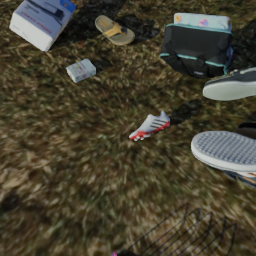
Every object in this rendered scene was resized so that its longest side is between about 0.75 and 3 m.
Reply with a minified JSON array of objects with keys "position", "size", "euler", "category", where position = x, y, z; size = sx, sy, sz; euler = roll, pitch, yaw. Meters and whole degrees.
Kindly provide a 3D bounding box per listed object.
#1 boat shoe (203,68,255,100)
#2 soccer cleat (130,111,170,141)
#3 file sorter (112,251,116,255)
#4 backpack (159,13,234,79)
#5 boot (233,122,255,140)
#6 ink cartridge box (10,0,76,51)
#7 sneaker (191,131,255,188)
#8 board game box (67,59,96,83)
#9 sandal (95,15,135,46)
[{"position":[3.328,-1.323,8.056],"size":[2.357,0.891,0.711],"euler":[-2,65,3],"category":"boat shoe"},{"position":[0.538,-0.060,7.332],"size":[1.206,0.414,0.514],"euler":[-22,80,-15],"category":"soccer cleat"},{"position":[0.107,2.975,5.207],"size":[1.213,0.761,0.843],"euler":[19,57,13],"category":"file sorter"},{"position":[2.040,-2.234,7.949],"size":[1.882,2.141,1.642],"euler":[12,87,23],"category":"backpack"},{"position":[3.613,0.359,6.992],"size":[1.999,0.754,0.736],"euler":[10,34,3],"category":"boot"},{"position":[-2.881,-3.813,9.600],"size":[1.396,0.813,1.930],"euler":[32,57,-17],"category":"ink cartridge box"},{"position":[2.724,0.820,6.389],"size":[2.665,1.058,1.045],"euler":[8,45,5],"category":"sneaker"},{"position":[-1.484,-1.827,8.918],"size":[0.755,0.243,0.557],"euler":[-27,59,-19],"category":"board game box"},{"position":[-0.539,-3.455,9.760],"size":[1.755,0.474,0.705],"euler":[41,90,21],"category":"sandal"}]
